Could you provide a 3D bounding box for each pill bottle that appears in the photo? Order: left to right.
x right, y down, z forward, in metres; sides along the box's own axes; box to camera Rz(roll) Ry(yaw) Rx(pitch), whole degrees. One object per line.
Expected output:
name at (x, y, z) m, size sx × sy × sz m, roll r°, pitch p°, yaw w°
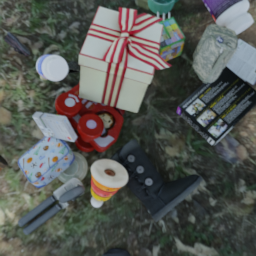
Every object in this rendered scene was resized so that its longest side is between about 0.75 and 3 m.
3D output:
pill bottle at (-2.367, -1.883, 8.798) m, size 0.798 × 1.424 × 0.798 m, roll -8°, pitch 107°, yaw -26°
pill bottle at (4.079, -5.183, 11.667) m, size 1.433 × 1.433 × 2.573 m, roll -28°, pitch 84°, yaw -6°

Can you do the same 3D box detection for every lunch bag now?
lunch bag at (-3.016, 1.120, 10.421) m, size 1.954 × 0.738 × 1.565 m, roll -40°, pitch 55°, yaw -10°
lunch bag at (3.184, -2.681, 10.262) m, size 1.224 × 1.757 × 1.473 m, roll 15°, pitch 48°, yaw -8°

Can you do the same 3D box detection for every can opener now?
can opener at (-2.772, 2.789, 10.122) m, size 2.708 × 0.900 × 0.713 m, roll -37°, pitch 79°, yaw -3°

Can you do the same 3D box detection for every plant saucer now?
plant saucer at (-2.188, 1.515, 10.675) m, size 1.251 × 0.314 × 1.251 m, roll 0°, pitch 76°, yaw 1°

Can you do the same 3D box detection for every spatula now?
spatula at (1.504, -4.446, 12.009) m, size 0.714 × 0.083 × 1.027 m, roll -1°, pitch 97°, yaw -11°

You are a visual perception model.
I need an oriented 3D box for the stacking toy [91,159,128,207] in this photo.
stacking toy at (-0.875, 2.153, 9.990) m, size 1.330 × 1.330 × 1.821 m, roll 25°, pitch 120°, yaw 6°

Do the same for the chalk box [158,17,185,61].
chalk box at (1.525, -3.551, 11.149) m, size 1.075 × 1.736 × 1.080 m, roll -24°, pitch 77°, yaw -3°

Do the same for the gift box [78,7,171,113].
gift box at (-0.074, -2.489, 10.058) m, size 2.963 × 2.766 × 2.734 m, roll 10°, pitch 61°, yaw -4°

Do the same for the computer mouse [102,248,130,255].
computer mouse at (-1.019, 4.729, 9.856) m, size 2.231 × 0.380 × 0.654 m, roll -11°, pitch 77°, yaw -2°

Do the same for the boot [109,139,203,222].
boot at (0.978, 1.581, 10.408) m, size 2.373 × 0.945 × 2.880 m, roll -37°, pitch 75°, yaw -10°

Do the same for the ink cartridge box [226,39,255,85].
ink cartridge box at (4.870, -2.702, 11.698) m, size 1.537 × 0.333 × 1.509 m, roll 35°, pitch 79°, yaw 6°

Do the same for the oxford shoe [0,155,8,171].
oxford shoe at (-5.825, 0.807, 10.559) m, size 2.643 × 0.943 × 0.942 m, roll 44°, pitch 86°, yaw 8°

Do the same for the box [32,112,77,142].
box at (-2.594, -0.034, 9.915) m, size 1.366 × 1.065 × 0.281 m, roll 10°, pitch 50°, yaw 28°

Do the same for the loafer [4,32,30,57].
loafer at (-4.700, -3.433, 11.844) m, size 0.463 × 0.528 × 1.470 m, roll -46°, pitch 74°, yaw 9°

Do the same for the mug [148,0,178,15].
mug at (1.532, -5.457, 12.082) m, size 1.377 × 0.851 × 1.131 m, roll 18°, pitch 73°, yaw 3°

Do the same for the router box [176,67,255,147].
router box at (3.572, -0.909, 11.004) m, size 2.683 × 0.685 × 2.001 m, roll -41°, pitch 74°, yaw -10°

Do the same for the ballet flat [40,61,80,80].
ballet flat at (-2.772, -2.284, 11.398) m, size 1.659 × 0.551 × 0.471 m, roll -21°, pitch 69°, yaw -8°

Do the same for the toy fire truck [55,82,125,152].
toy fire truck at (-1.353, -0.551, 10.681) m, size 2.768 × 1.552 × 2.324 m, roll 44°, pitch 61°, yaw 9°
